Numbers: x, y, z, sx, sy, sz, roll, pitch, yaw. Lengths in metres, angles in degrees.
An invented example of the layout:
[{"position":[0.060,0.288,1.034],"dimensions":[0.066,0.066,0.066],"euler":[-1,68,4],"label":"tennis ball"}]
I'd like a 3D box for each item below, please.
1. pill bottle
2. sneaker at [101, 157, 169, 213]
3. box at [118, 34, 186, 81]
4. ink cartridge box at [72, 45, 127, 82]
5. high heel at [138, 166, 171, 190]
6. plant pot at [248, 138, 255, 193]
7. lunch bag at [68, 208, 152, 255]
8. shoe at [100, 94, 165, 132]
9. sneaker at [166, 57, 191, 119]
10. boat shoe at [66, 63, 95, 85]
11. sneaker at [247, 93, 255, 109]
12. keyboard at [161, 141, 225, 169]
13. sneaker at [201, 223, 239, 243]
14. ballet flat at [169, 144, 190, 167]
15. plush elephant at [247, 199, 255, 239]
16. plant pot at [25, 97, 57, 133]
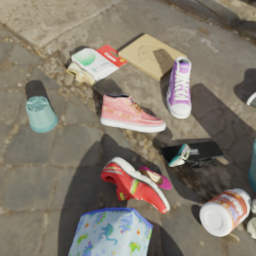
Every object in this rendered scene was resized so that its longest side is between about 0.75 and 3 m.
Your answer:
[{"position":[3.122,2.552,8.781],"dimensions":[1.807,1.014,1.014],"euler":[-13,50,-44],"label":"pill bottle"},{"position":[0.170,2.131,9.471],"dimensions":[2.653,1.022,1.126],"euler":[33,64,27],"label":"sneaker"},{"position":[1.198,-3.560,13.939],"dimensions":[2.661,0.283,2.176],"euler":[37,61,23],"label":"box"},{"position":[-1.313,-3.371,13.691],"dimensions":[2.237,0.560,1.800],"euler":[-38,63,-23],"label":"ink cartridge box"},{"position":[0.903,1.783,9.775],"dimensions":[1.276,0.613,0.430],"euler":[29,101,28],"label":"high heel"},{"position":[4.938,1.129,9.142],"dimensions":[2.033,1.991,2.033],"euler":[-15,46,16],"label":"plant pot"},{"position":[-0.721,3.514,8.084],"dimensions":[2.404,1.532,2.044],"euler":[-10,45,31],"label":"lunch bag"},{"position":[0.215,-0.622,11.090],"dimensions":[2.615,1.189,0.934],"euler":[8,20,6],"label":"shoe"},{"position":[2.206,-1.860,11.941],"dimensions":[1.014,1.595,2.797],"euler":[2,55,-1],"label":"sneaker"},{"position":[-2.199,-2.377,12.978],"dimensions":[1.648,0.610,0.547],"euler":[37,75,26],"label":"boat shoe"},{"position":[6.252,-1.353,12.125],"dimensions":[2.150,0.760,1.066],"euler":[-35,63,-17],"label":"sneaker"},{"position":[2.444,1.125,10.570],"dimensions":[2.281,0.452,1.187],"euler":[-7,40,-7],"label":"keyboard"},{"position":[2.978,3.214,8.981],"dimensions":[1.227,0.432,0.463],"euler":[24,45,10],"label":"sneaker"},{"position":[1.888,1.061,10.019],"dimensions":[0.395,0.395,1.098],"euler":[31,63,20],"label":"ballet flat"},{"position":[4.494,3.019,8.648],"dimensions":[1.423,1.728,1.338],"euler":[9,76,22],"label":"plush elephant"},{"position":[-3.537,-0.592,11.295],"dimensions":[1.159,1.135,1.159],"euler":[1,54,-1],"label":"plant pot"}]
